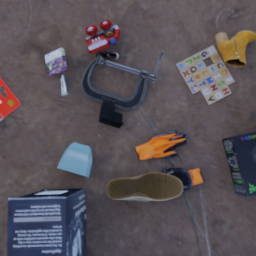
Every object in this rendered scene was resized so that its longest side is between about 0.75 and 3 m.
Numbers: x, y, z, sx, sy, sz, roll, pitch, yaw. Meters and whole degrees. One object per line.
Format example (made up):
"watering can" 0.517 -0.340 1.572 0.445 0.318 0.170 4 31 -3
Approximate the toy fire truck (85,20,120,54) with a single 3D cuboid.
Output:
"toy fire truck" -0.907 -3.283 10.326 1.368 0.767 1.148 -21 51 0

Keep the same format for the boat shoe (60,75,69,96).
"boat shoe" -2.405 -1.605 10.487 0.284 0.326 0.885 -22 65 15

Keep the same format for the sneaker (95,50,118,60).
"sneaker" -0.823 -2.784 10.608 0.895 0.517 0.338 2 100 0

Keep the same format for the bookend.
"bookend" -0.595 -0.523 10.328 0.841 0.390 0.846 17 55 -19

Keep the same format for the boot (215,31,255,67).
"boot" 4.136 -2.869 10.344 1.871 0.658 1.340 -6 69 -19

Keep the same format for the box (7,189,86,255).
"box" -2.327 3.431 8.625 1.691 2.832 2.879 -2 83 2

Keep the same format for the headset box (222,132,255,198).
"headset box" 4.649 1.246 9.846 1.957 1.043 2.248 -11 83 -1

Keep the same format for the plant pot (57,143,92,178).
"plant pot" -1.770 1.112 9.927 1.020 1.017 1.039 16 76 2

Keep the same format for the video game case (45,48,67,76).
"video game case" -2.735 -2.471 10.555 0.909 0.163 0.824 -14 81 30

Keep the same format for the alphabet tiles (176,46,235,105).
"alphabet tiles" 3.038 -1.962 10.755 1.669 0.075 1.997 -28 83 -4

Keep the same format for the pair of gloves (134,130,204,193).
"pair of gloves" 1.495 1.306 10.217 2.041 0.283 2.291 -19 85 -1

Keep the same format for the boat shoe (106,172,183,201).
"boat shoe" 0.577 2.100 9.698 2.590 0.841 0.934 -7 71 8

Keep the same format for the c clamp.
"c clamp" -0.290 -1.933 10.549 2.817 0.381 2.406 12 96 2

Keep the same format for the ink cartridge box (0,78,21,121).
"ink cartridge box" -5.567 -0.871 10.361 2.419 0.606 1.962 -39 85 -2
